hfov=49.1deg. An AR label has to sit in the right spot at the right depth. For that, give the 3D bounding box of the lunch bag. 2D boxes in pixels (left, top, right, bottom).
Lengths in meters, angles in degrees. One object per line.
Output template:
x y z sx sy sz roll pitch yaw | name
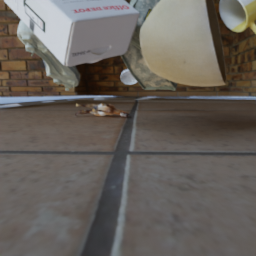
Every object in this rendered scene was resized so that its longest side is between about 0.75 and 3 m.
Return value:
0.855 -3.052 9.592 1.703 2.376 2.897 6 -24 38 | lunch bag

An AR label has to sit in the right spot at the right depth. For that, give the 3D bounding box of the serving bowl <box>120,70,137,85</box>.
0.072 -2.645 14.296 0.933 0.933 0.307 0 51 -2 | serving bowl

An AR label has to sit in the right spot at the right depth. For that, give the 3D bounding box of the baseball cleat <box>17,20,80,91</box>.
-1.847 -2.161 7.484 0.983 1.500 2.818 9 -16 10 | baseball cleat

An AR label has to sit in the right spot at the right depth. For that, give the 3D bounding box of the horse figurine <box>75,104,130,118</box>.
-1.343 -0.822 13.056 2.442 0.610 1.619 0 -3 37 | horse figurine

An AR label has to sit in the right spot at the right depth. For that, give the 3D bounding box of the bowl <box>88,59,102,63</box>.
-0.641 -2.650 7.887 1.702 1.705 0.636 -16 -34 43 | bowl

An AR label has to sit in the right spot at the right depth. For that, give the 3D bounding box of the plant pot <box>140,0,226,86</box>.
1.409 -2.324 7.490 1.866 2.780 2.780 -10 3 25 | plant pot

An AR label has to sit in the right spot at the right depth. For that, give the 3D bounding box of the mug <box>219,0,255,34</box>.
2.904 -2.845 6.715 0.950 1.157 0.926 -34 19 -8 | mug

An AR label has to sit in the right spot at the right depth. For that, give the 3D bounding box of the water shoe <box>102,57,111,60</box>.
-1.091 -2.673 9.754 2.648 0.947 1.045 -19 39 -29 | water shoe

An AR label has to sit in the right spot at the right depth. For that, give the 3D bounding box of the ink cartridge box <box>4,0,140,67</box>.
-1.024 -2.152 5.001 1.488 0.859 2.038 -27 63 -39 | ink cartridge box
